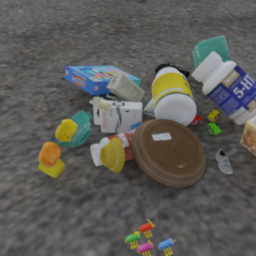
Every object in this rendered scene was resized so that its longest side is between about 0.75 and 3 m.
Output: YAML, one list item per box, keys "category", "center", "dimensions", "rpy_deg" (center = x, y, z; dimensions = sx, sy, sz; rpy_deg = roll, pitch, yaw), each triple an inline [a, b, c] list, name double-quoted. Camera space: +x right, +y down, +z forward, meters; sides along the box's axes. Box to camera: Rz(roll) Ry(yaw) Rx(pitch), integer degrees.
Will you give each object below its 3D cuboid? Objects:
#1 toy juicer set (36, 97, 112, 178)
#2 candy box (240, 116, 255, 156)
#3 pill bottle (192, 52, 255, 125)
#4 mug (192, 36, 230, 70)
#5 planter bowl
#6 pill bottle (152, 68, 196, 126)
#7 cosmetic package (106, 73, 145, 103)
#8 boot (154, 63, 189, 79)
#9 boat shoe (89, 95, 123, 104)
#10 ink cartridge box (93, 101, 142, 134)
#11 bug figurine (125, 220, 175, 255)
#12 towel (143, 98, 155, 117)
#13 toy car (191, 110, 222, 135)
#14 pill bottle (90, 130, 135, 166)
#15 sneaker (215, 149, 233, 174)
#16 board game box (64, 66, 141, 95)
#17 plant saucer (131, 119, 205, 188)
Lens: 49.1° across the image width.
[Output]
- category: "toy juicer set"
  center: [-1.547, -0.053, 7.821]
  dimensions: [0.802, 1.875, 2.947]
  rpy_deg: [35, 73, 8]
- category: "candy box"
  center: [4.200, 0.602, 8.073]
  dimensions: [0.521, 1.087, 1.883]
  rpy_deg: [-31, 52, -14]
- category: "pill bottle"
  center: [3.511, -1.439, 9.842]
  dimensions: [2.463, 1.474, 1.474]
  rpy_deg: [43, 48, 4]
- category: "mug"
  center: [3.614, -3.020, 12.285]
  dimensions: [1.385, 1.841, 2.240]
  rpy_deg: [-11, -8, 13]
- category: "planter bowl"
  center: [-0.478, 0.708, 7.193]
  dimensions: [0.383, 0.920, 0.920]
  rpy_deg: [1, 33, -30]
- category: "pill bottle"
  center: [1.548, -1.176, 9.983]
  dimensions: [1.369, 1.369, 2.445]
  rpy_deg: [0, 38, 1]
- category: "cosmetic package"
  center: [-0.081, -1.413, 10.447]
  dimensions: [0.574, 1.316, 0.680]
  rpy_deg: [13, 72, 49]
- category: "boot"
  center: [1.851, -2.432, 12.758]
  dimensions: [1.393, 0.629, 1.700]
  rpy_deg: [26, 37, 26]
- category: "boat shoe"
  center: [-0.689, -0.928, 10.602]
  dimensions: [1.876, 0.580, 0.702]
  rpy_deg: [22, 1, 41]
- category: "ink cartridge box"
  center: [-0.402, -0.360, 9.698]
  dimensions: [1.729, 1.001, 0.576]
  rpy_deg: [3, 29, 5]
- category: "bug figurine"
  center: [0.432, 2.385, 5.995]
  dimensions: [0.843, 0.280, 1.087]
  rpy_deg: [-14, 16, -29]
- category: "towel"
  center: [1.513, -0.790, 10.838]
  dimensions: [1.521, 0.366, 1.302]
  rpy_deg: [17, 40, 21]
- category: "toy car"
  center: [2.875, -0.118, 10.017]
  dimensions: [1.351, 0.301, 1.271]
  rpy_deg: [-11, 39, -13]
- category: "pill bottle"
  center: [-0.321, 0.638, 8.550]
  dimensions: [1.531, 0.859, 0.859]
  rpy_deg: [-15, 40, -20]
- category: "sneaker"
  center: [2.890, 1.016, 8.467]
  dimensions: [0.327, 0.359, 0.876]
  rpy_deg: [-8, 41, -9]
- category: "board game box"
  center: [-1.036, -2.042, 11.730]
  dimensions: [2.556, 0.575, 1.944]
  rpy_deg: [-13, 35, -43]
- category: "plant saucer"
  center: [1.264, 0.622, 8.293]
  dimensions: [2.392, 0.352, 2.392]
  rpy_deg: [11, 51, -13]
